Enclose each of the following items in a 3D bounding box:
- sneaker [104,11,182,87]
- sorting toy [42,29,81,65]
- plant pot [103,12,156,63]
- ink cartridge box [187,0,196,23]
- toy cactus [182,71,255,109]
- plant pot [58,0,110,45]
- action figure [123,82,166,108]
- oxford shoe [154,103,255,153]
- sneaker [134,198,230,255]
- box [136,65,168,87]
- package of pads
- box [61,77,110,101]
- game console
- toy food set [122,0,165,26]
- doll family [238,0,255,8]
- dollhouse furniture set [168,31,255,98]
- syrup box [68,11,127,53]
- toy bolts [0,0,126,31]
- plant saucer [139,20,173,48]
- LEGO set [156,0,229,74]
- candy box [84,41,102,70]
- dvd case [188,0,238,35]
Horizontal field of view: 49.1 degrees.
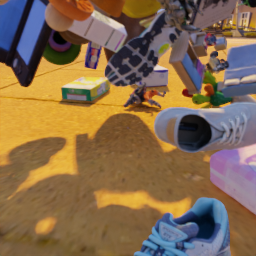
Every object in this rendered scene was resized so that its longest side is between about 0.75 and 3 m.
[{"bbox_3d":[0.402,-1.877,6.959,2.394,0.928,0.953,-43,13,-9],"label":"sneaker"},{"bbox_3d":[-2.584,-3.581,9.139,1.768,2.942,1.208,-19,2,-17],"label":"sorting toy"},{"bbox_3d":[-0.077,-3.362,10.496,2.262,2.420,2.262,1,14,0],"label":"plant pot"},{"bbox_3d":[1.884,-4.416,9.412,0.957,1.651,0.560,3,36,24],"label":"ink cartridge box"},{"bbox_3d":[3.590,-1.180,10.404,2.989,1.529,2.467,-19,47,-44],"label":"toy cactus"},{"bbox_3d":[-1.341,-3.294,7.910,1.882,1.882,1.641,0,54,-1],"label":"plant pot"},{"bbox_3d":[0.542,-1.073,10.894,1.449,0.783,1.498,14,53,46],"label":"action figure"},{"bbox_3d":[1.553,0.028,4.554,2.259,0.850,0.652,0,15,-14],"label":"oxford shoe"},{"bbox_3d":[0.355,1.604,3.307,0.985,1.095,2.537,20,29,40],"label":"sneaker"},{"bbox_3d":[1.051,-2.687,14.332,1.483,0.846,1.613,-6,22,-17],"label":"box"},{"bbox_3d":[2.666,1.046,5.071,1.318,0.827,2.187,-13,25,-22],"label":"package of pads"},{"bbox_3d":[-1.781,-1.835,12.607,1.435,0.591,2.445,7,25,17],"label":"box"},{"bbox_3d":[-2.950,-2.682,6.851,1.497,2.572,2.262,11,27,-41],"label":"game console"},{"bbox_3d":[0.354,-3.401,6.928,1.265,0.702,2.150,-22,-11,22],"label":"toy food set"},{"bbox_3d":[3.527,-3.193,7.120,0.918,2.340,1.353,-27,33,49],"label":"doll family"},{"bbox_3d":[2.501,-2.056,7.216,2.231,1.456,2.107,-2,61,34],"label":"dollhouse furniture set"},{"bbox_3d":[-0.744,-2.329,6.491,1.352,0.551,0.532,19,36,-28],"label":"syrup box"},{"bbox_3d":[-1.086,-1.838,3.757,1.790,1.241,1.710,18,37,-41],"label":"toy bolts"},{"bbox_3d":[1.211,-2.814,8.770,1.947,0.302,1.947,33,19,-13],"label":"plant saucer"},{"bbox_3d":[1.006,-2.040,5.352,0.706,2.490,1.617,-28,-12,10],"label":"LEGO set"},{"bbox_3d":[-1.157,-2.607,9.413,0.437,0.960,1.136,12,28,-15],"label":"candy box"},{"bbox_3d":[2.044,-2.872,6.445,1.182,0.195,1.573,-25,-13,-6],"label":"dvd case"}]
